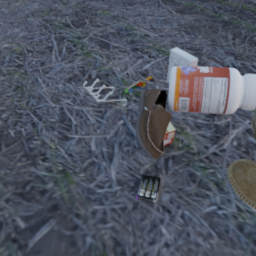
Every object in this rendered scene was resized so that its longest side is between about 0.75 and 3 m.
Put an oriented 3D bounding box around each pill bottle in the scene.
[{"bbox_3d":[2.732,-1.223,9.192,2.700,1.514,1.514,4,43,11],"label":"pill bottle"}]

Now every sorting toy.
[{"bbox_3d":[0.403,-1.563,10.484,0.681,1.210,0.165,-10,76,-50],"label":"sorting toy"}]

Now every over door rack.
[{"bbox_3d":[-0.864,-1.426,11.057,1.536,0.512,1.135,3,33,-42],"label":"over door rack"}]

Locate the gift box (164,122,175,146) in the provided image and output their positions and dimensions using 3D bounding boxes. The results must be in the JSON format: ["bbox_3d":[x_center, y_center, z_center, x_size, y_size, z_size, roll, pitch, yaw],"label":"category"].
[{"bbox_3d":[1.388,0.127,12.325,1.228,1.133,1.146,-15,53,-21],"label":"gift box"}]

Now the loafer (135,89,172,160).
[{"bbox_3d":[0.858,-0.290,8.786,0.939,0.966,2.646,-23,51,32],"label":"loafer"}]

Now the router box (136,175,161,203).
[{"bbox_3d":[0.782,2.275,10.555,0.758,0.260,1.017,10,43,11],"label":"router box"}]

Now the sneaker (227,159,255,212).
[{"bbox_3d":[3.804,2.083,7.026,1.061,1.675,2.978,-42,43,1],"label":"sneaker"}]

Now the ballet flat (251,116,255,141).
[{"bbox_3d":[3.401,0.365,7.118,0.474,1.408,0.326,-28,8,-22],"label":"ballet flat"}]

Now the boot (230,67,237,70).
[{"bbox_3d":[3.823,-1.822,10.961,1.074,0.880,0.397,-29,47,-11],"label":"boot"}]

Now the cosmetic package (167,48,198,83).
[{"bbox_3d":[2.024,-2.153,10.650,0.373,1.442,1.087,-25,48,-25],"label":"cosmetic package"}]
